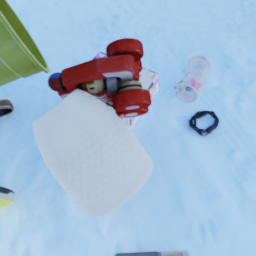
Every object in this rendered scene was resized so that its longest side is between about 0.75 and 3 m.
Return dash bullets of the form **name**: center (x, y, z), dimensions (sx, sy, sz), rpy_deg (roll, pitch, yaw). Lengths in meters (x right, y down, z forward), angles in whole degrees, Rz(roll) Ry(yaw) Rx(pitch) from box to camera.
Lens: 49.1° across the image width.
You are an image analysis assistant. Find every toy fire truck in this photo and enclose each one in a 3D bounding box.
- **toy fire truck**: center (-0.728, -1.107, 7.411), dimensions (2.437, 2.902, 1.627), rpy_deg (-8, 84, 0)

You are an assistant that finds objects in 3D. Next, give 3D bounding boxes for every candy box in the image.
- **candy box**: center (-0.462, -1.354, 9.642), dimensions (2.471, 0.884, 2.072), rpy_deg (24, 58, 17)

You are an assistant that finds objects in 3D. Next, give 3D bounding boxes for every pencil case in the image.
- **pencil case**: center (2.304, -1.764, 10.002), dimensions (0.864, 0.792, 1.904), rpy_deg (23, 57, 13)

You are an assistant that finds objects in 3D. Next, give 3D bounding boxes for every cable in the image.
- **cable**: center (2.503, -0.202, 9.241), dimensions (0.857, 0.267, 1.050), rpy_deg (34, 63, 28)

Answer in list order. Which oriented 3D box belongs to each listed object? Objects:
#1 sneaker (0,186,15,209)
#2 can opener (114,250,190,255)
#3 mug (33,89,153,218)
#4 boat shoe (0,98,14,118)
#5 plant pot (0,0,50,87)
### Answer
- **sneaker**: center (-4.225, 2.210, 7.084), dimensions (2.858, 1.078, 1.092), rpy_deg (-15, 62, 2)
- **can opener**: center (0.597, 3.138, 6.608), dimensions (1.878, 0.624, 0.494), rpy_deg (-4, 55, 3)
- **mug**: center (-1.158, 0.506, 7.175), dimensions (2.162, 2.928, 2.567), rpy_deg (-42, 105, -25)
- **boat shoe**: center (-4.637, -0.468, 9.202), dimensions (1.688, 0.606, 0.502), rpy_deg (-23, 54, -23)
- **plant pot**: center (-3.717, -1.834, 6.778), dimensions (2.510, 2.644, 2.644), rpy_deg (-32, 58, 0)
